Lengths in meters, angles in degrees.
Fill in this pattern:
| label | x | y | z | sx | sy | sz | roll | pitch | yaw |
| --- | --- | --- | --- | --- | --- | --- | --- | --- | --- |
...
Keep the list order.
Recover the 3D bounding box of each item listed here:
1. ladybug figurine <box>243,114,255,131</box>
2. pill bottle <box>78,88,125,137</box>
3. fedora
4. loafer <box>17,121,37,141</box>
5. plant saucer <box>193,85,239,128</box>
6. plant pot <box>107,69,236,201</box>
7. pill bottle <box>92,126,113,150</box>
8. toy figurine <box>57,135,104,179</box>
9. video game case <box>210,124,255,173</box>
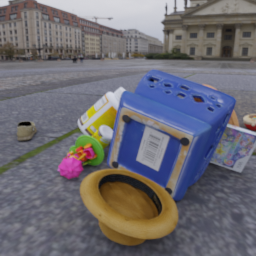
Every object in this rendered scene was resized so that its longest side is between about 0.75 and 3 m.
| label | x | y | z | sx | sy | sz | roll | pitch | yaw |
| --- | --- | --- | --- | --- | --- | --- | --- | --- | --- |
| ladybug figurine | 6.022 | -0.243 | 13.288 | 1.068 | 0.566 | 1.574 | 11 | 20 | 33 |
| pill bottle | -0.811 | -0.539 | 10.866 | 2.192 | 1.198 | 1.198 | -40 | 11 | 13 |
| fedora | -0.058 | 1.723 | 5.877 | 2.187 | 0.892 | 2.187 | 15 | 20 | -5 |
| loafer | -4.451 | -0.002 | 12.306 | 0.756 | 0.671 | 1.988 | -5 | 17 | -15 |
| plant saucer | 2.610 | -0.258 | 9.258 | 0.442 | 2.363 | 2.363 | -25 | 25 | -19 |
| plant pot | 1.013 | 0.191 | 7.651 | 2.678 | 2.679 | 2.408 | 25 | 31 | 19 |
| pill bottle | -1.031 | 0.487 | 9.857 | 0.626 | 1.146 | 0.626 | 32 | 31 | -21 |
| toy figurine | -1.695 | 1.038 | 8.701 | 1.466 | 1.100 | 1.349 | -16 | 16 | 35 |
| video game case | 2.702 | 0.474 | 8.549 | 2.055 | 1.471 | 0.185 | 18 | 37 | 10 |
